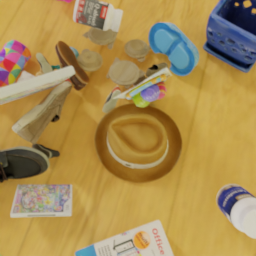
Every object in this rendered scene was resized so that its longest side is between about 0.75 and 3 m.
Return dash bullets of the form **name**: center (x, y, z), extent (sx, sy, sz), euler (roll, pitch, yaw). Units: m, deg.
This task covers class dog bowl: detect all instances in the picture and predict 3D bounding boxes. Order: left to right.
- **dog bowl**: center (1.499, -2.583, 9.049), extent (0.482, 1.085, 1.946), euler (-33, 78, -37)

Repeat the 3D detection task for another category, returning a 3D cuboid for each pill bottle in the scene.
- **pill bottle**: center (-0.942, -3.562, 8.824), extent (1.435, 0.831, 0.831), euler (13, 68, -9)
- **pill bottle**: center (2.760, 1.965, 6.707), extent (0.850, 1.470, 0.850), euler (0, 97, -3)

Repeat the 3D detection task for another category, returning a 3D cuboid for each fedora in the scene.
- **fedora**: center (0.262, 0.286, 7.848), extent (2.592, 1.057, 2.592), euler (-1, 72, 3)

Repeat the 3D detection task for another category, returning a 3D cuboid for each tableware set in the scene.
- **tableware set**: center (-0.493, -2.412, 9.167), extent (2.542, 0.295, 2.123), euler (23, 64, 9)

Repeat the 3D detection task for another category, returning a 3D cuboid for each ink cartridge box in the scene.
- **ink cartridge box**: center (0.032, 3.220, 6.505), extent (2.016, 1.458, 1.484), euler (-19, 69, -7)

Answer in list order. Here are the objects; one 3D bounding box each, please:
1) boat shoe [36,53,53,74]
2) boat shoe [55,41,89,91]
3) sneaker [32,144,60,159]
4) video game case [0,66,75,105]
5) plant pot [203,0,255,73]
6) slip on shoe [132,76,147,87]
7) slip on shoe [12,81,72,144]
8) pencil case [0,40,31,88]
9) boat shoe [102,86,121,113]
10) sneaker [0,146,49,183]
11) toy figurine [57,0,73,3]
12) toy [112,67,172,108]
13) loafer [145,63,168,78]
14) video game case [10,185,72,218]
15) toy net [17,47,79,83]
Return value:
- **boat shoe**: center (-2.630, -1.953, 8.839), extent (0.305, 0.268, 0.857), euler (-31, 97, -12)
- **boat shoe**: center (-1.833, -1.898, 8.673), extent (0.562, 0.562, 1.597), euler (-24, 82, -51)
- **sneaker**: center (-2.362, 0.679, 7.996), extent (0.819, 0.435, 0.306), euler (24, 98, 29)
- **video game case**: center (-2.598, -1.041, 7.378), extent (1.870, 2.612, 0.235), euler (-24, 101, -23)
- **plant pot**: center (3.648, -3.104, 8.889), extent (2.010, 1.807, 2.010), euler (33, 72, 13)
- **slip on shoe**: center (0.286, -1.661, 9.057), extent (0.515, 0.410, 1.353), euler (-39, 73, -14)
- **slip on shoe**: center (-2.271, -0.496, 8.133), extent (0.738, 0.926, 2.436), euler (45, 41, -11)
- **pencil case**: center (-3.918, -1.762, 8.822), extent (0.933, 0.933, 2.111), euler (21, 67, 8)
- **boat shoe**: center (-0.503, -0.848, 8.495), extent (0.337, 0.945, 0.296), euler (16, 37, -25)
- **sneaker**: center (-3.423, 1.222, 7.299), extent (2.535, 0.948, 1.346), euler (-2, 27, 7)
- **toy figurine**: center (-2.288, -5.842, 10.158), extent (2.832, 2.126, 2.606), euler (12, 77, 32)
- **toy**: center (0.599, -0.966, 7.614), extent (1.452, 2.522, 0.595), euler (-29, 93, 13)
- **loafer**: center (0.960, -1.926, 9.128), extent (0.921, 0.311, 0.350), euler (-35, 58, -28)
- **video game case**: center (-2.198, 1.867, 7.276), extent (1.441, 0.130, 1.032), euler (3, 32, -12)
- **toy net**: center (-2.450, -1.705, 9.104), extent (2.336, 0.451, 1.226), euler (-37, 86, -11)
